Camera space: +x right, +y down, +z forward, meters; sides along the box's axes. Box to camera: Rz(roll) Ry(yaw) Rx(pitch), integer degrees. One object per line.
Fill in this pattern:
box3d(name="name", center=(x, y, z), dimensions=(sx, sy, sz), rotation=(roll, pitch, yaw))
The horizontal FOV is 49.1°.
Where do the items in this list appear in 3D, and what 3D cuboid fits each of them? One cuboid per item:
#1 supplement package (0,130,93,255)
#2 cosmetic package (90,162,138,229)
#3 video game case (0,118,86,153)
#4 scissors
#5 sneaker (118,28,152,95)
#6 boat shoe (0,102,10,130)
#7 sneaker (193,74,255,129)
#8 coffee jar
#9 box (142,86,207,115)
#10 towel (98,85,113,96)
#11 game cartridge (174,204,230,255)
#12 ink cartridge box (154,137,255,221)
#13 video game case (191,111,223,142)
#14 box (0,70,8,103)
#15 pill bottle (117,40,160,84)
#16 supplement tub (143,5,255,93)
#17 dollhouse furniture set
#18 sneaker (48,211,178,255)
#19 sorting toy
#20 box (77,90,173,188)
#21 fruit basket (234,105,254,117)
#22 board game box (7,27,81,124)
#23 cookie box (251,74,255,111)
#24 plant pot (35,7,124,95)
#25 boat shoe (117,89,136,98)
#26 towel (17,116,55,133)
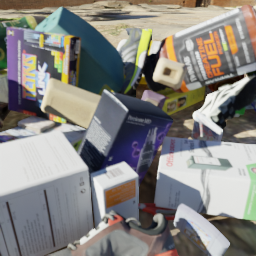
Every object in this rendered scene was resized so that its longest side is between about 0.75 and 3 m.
box3d(name="supplement package", center=(-1.710, 1.046, 3.914), dimensions=(2.095, 1.255, 1.270), rotation=(-14, 30, -25))
box3d(name="cosmetic package", center=(-0.180, 1.100, 3.982), dimensions=(0.555, 1.094, 0.390), rotation=(-17, 32, -26))
box3d(name="video game case", center=(-1.899, 0.280, 6.337), dimensions=(1.642, 0.373, 1.488), rotation=(18, 30, 34))
box3d(name="scissors", center=(0.234, 1.330, 4.651), dimensions=(1.223, 0.085, 0.448), rotation=(2, 28, 2))
box3d(name="sneaker", center=(0.074, -1.715, 7.188), dimensions=(0.726, 1.794, 0.663), rotation=(16, -2, 7))
box3d(name="boat shoe", center=(-3.251, -0.160, 6.712), dimensions=(0.501, 0.502, 1.393), rotation=(4, 40, 9))
box3d(name="sneaker", center=(2.501, -0.775, 7.152), dimensions=(2.041, 0.756, 0.903), rotation=(-37, 39, -11))
box3d(name="coffee jar", center=(-3.540, -2.417, 8.185), dimensions=(2.806, 1.463, 1.197), rotation=(-19, 36, -25))
box3d(name="box", center=(1.456, -0.953, 8.555), dimensions=(2.237, 0.561, 0.842), rotation=(-23, 35, -37))
box3d(name="towel", center=(-0.398, -0.510, 6.778), dimensions=(0.992, 0.712, 0.113), rotation=(45, 35, 10))
box3d(name="game cartridge", center=(0.977, 1.419, 3.831), dimensions=(0.164, 0.525, 0.788), rotation=(-36, 54, -27))
box3d(name="ink cartridge box", center=(1.414, 0.808, 4.843), dimensions=(1.796, 0.755, 1.311), rotation=(5, 23, 9))
box3d(name="video game case", center=(1.675, 0.139, 6.028), dimensions=(0.093, 0.806, 0.734), rotation=(-26, 49, -20))
box3d(name="box", center=(-4.791, -1.162, 8.523), dimensions=(1.759, 0.967, 2.000), rotation=(19, 33, 33))
box3d(name="pill bottle", center=(1.048, -2.298, 10.054), dimensions=(2.739, 1.545, 1.545), rotation=(8, 28, 14))
box3d(name="supplement tub", center=(1.893, -1.863, 7.343), dimensions=(2.987, 1.598, 1.598), rotation=(-17, 20, 24))
box3d(name="dollhouse furniture set", center=(-0.331, -0.814, 6.507), dimensions=(2.747, 2.177, 1.950), rotation=(21, 12, 5))
box3d(name="sneaker", center=(-0.331, 1.443, 3.441), dimensions=(1.919, 0.786, 0.739), rotation=(-1, -16, -21))
box3d(name="sorting toy", center=(3.649, -1.409, 8.509), dimensions=(2.417, 1.452, 0.992), rotation=(-12, 41, 22))
box3d(name="box", center=(-0.105, 0.233, 4.877), dimensions=(1.101, 1.488, 0.776), rotation=(8, 25, -40))
box3d(name="fruit basket", center=(2.975, -0.679, 8.224), dimensions=(1.116, 0.565, 1.205), rotation=(6, 11, 7))
box3d(name="board game box", center=(-1.993, -1.230, 6.547), dimensions=(1.614, 1.952, 0.554), rotation=(12, 20, 14))
box3d(name="cookie box", center=(4.476, -0.606, 7.355), dimensions=(1.900, 0.835, 2.222), rotation=(1, 35, 0))
box3d(name="plant pot", center=(-1.403, -1.916, 7.599), dimensions=(1.598, 2.261, 1.598), rotation=(-26, 42, 24))
box3d(name="boat shoe", center=(-0.385, -1.347, 8.830), dimensions=(0.646, 0.573, 1.728), rotation=(-6, 28, -40))
box3d(name="towel", center=(-2.150, -0.101, 6.542), dimensions=(0.773, 0.133, 0.512), rotation=(14, 28, 26))
